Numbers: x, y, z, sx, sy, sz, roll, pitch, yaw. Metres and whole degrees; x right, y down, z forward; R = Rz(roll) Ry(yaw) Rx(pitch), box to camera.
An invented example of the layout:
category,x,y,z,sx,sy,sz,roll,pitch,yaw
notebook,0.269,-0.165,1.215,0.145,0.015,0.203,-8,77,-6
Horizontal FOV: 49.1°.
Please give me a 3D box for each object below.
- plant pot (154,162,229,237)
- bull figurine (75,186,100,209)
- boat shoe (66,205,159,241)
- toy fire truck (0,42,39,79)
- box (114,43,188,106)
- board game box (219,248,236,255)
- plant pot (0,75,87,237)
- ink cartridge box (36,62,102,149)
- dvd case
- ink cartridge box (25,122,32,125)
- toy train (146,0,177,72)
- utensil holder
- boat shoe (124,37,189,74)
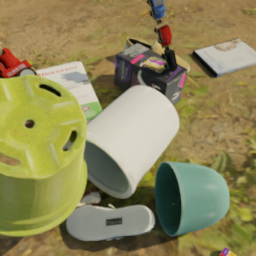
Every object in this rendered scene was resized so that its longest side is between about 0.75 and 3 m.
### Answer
category,x,y,z,sx,sy,sz,roll,pitch,yaw
plant pot,1.642,1.744,7.129,1.442,1.796,1.796,0,49,-14
bull figurine,-1.658,1.838,7.592,1.827,0.595,1.109,17,18,25
boat shoe,-0.405,2.388,7.105,2.400,0.820,0.886,-15,59,19
toy fire truck,-2.801,-1.206,5.679,1.404,1.027,1.596,-38,89,-22
box,0.752,-1.811,10.142,2.368,1.447,1.256,37,54,26
board game box,2.522,3.540,6.513,1.158,0.268,0.877,34,58,25
plant pot,-1.893,0.452,5.249,2.739,2.518,2.739,9,61,-17
ink cartridge box,-2.159,-0.794,9.509,2.057,1.188,2.817,-15,52,-12
dvd case,4.288,-3.082,12.050,2.506,0.220,1.788,-19,53,-15
ink cartridge box,-4.199,-0.719,9.778,1.177,0.685,1.625,-24,54,-19
toy train,1.057,-2.805,8.366,0.439,2.572,0.589,-22,36,1
utensil holder,-0.048,0.319,8.014,2.190,2.190,2.577,29,53,22
boat shoe,1.119,-2.944,11.354,2.897,1.103,1.038,20,53,16
